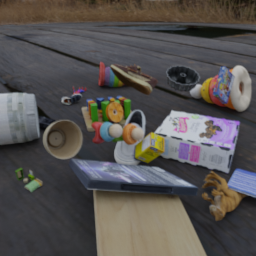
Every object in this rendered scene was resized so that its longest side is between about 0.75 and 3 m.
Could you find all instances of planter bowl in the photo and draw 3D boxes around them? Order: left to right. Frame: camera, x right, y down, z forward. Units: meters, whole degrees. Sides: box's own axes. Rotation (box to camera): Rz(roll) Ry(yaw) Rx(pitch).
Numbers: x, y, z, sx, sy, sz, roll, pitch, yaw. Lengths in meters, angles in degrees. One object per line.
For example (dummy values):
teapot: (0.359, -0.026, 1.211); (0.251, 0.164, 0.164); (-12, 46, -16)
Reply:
planter bowl: (-2.024, 0.339, 8.262); (1.121, 1.121, 0.755); (-22, 12, -36)

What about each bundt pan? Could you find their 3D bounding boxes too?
bundt pan: (2.453, -2.195, 12.845); (1.549, 0.581, 1.549); (4, 44, -4)

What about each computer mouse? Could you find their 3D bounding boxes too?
computer mouse: (-3.508, -0.130, 12.129); (1.393, 0.367, 0.965); (16, 28, 6)

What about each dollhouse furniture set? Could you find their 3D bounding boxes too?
dollhouse furniture set: (-3.125, 1.589, 8.752); (0.917, 0.354, 0.458); (20, 34, 33)

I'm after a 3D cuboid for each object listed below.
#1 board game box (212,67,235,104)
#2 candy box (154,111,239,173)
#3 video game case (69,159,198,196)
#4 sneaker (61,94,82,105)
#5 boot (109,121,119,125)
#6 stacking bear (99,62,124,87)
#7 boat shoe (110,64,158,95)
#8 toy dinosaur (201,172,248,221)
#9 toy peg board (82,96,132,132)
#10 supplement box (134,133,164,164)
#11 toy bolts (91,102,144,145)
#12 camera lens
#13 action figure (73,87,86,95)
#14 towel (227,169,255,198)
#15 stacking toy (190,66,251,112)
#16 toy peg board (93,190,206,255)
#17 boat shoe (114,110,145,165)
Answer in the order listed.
board game box: (4.068, -1.801, 11.880); (0.888, 1.312, 0.226); (30, -16, -37)
candy box: (2.549, 0.386, 10.387); (2.699, 0.965, 2.264); (12, 30, 21)
video game case: (0.060, 1.329, 7.682); (2.992, 0.284, 2.137); (8, 4, -23)
sneaker: (-2.920, -1.453, 14.544); (1.083, 0.425, 0.430); (-17, 25, -7)
boot: (-0.547, -0.222, 11.797); (0.309, 0.401, 0.827); (20, 39, 21)
stacking bear: (-0.578, -3.060, 16.877); (2.273, 1.380, 1.292); (2, 31, -10)
boat shoe: (0.212, -1.912, 10.169); (1.994, 0.719, 0.718); (33, 74, 33)
toy dinosaur: (2.871, 1.936, 7.943); (2.759, 0.833, 1.465); (-11, 47, -39)
toy peg board: (-0.907, -0.933, 12.800); (2.237, 1.094, 2.228); (-7, 29, -13)
supplement box: (0.692, 0.688, 9.263); (0.548, 1.000, 0.544); (23, 50, -23)
toy bolts: (-0.309, -0.106, 9.025); (1.096, 1.510, 1.581); (-5, 5, 43)
camera lens: (-4.753, -0.324, 10.718); (2.413, 1.930, 1.930); (-7, 28, -15)
action figure: (-2.797, -2.190, 15.890); (0.344, 0.522, 1.054); (12, 32, 22)
towel: (3.699, 1.651, 8.450); (1.149, 0.189, 1.587); (14, 17, 27)
stacking toy: (4.499, -1.865, 14.318); (2.995, 2.189, 2.189); (-1, 20, 43)
toy peg board: (0.265, 2.508, 6.531); (2.252, 1.106, 2.262); (10, 25, -15)
boat shoe: (0.185, 0.280, 10.487); (1.056, 1.005, 2.932); (10, 32, 12)
